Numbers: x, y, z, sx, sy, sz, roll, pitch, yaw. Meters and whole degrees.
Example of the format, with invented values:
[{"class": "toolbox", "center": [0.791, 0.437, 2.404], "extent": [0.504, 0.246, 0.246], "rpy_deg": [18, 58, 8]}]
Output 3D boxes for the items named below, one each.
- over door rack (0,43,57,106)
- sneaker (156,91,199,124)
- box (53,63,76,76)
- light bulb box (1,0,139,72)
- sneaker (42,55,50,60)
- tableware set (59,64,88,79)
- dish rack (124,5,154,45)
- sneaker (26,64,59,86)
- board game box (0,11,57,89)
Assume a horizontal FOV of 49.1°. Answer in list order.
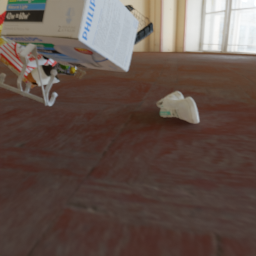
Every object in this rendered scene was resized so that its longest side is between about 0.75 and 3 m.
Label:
[{"class": "over door rack", "center": [-3.327, -1.881, 8.262], "extent": [2.152, 0.970, 2.913], "rpy_deg": [20, -21, 5]}, {"class": "sneaker", "center": [1.961, -0.717, 11.604], "extent": [1.273, 1.082, 2.876], "rpy_deg": [-17, 18, -4]}, {"class": "box", "center": [-3.459, -3.897, 13.690], "extent": [1.963, 2.450, 0.542], "rpy_deg": [6, 30, -7]}, {"class": "light bulb box", "center": [-1.572, -2.941, 8.215], "extent": [2.741, 1.725, 2.765], "rpy_deg": [11, 0, 26]}, {"class": "sneaker", "center": [-2.718, -3.364, 11.120], "extent": [0.768, 1.959, 0.881], "rpy_deg": [36, 27, -25]}, {"class": "tableware set", "center": [-2.053, -2.726, 11.153], "extent": [1.134, 1.683, 0.258], "rpy_deg": [26, 52, -18]}, {"class": "dish rack", "center": [0.118, -4.215, 11.252], "extent": [1.245, 0.443, 1.623], "rpy_deg": [-40, 75, -21]}, {"class": "sneaker", "center": [-2.960, -1.796, 9.655], "extent": [0.770, 0.662, 1.819], "rpy_deg": [-25, 2, 6]}, {"class": "board game box", "center": [-4.340, -3.369, 11.618], "extent": [0.642, 2.771, 2.099], "rpy_deg": [-8, 43, 56]}]
